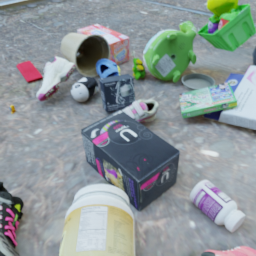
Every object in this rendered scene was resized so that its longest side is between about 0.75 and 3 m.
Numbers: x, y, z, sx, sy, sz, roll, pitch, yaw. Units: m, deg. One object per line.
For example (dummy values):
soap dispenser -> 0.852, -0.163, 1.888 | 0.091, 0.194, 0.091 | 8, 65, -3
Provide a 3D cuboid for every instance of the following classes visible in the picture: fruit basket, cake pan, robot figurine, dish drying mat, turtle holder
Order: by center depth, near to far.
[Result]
fruit basket -> 3.666, -4.438, 11.038 | 1.881, 2.608, 2.608 | -39, 41, 11
robot figurine -> -1.739, -1.582, 11.272 | 0.807, 0.971, 1.293 | 28, 41, 12
cake pan -> 3.045, -1.946, 12.203 | 1.431, 0.262, 1.431 | 0, 39, 0
turtle holder -> 1.752, -3.495, 12.303 | 2.038, 2.682, 1.904 | 9, 21, -24
dish drying mat -> -4.643, -2.626, 13.130 | 0.732, 0.173, 1.905 | -22, 45, -24

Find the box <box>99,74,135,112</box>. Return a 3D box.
box -> -0.399, -1.331, 10.610 | 1.184, 1.164, 0.734 | -13, 25, -13

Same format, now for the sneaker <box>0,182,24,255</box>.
sneaker -> -2.922, 2.177, 6.480 | 1.232, 1.039, 2.817 | -33, 44, -26

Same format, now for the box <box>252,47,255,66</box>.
box -> 7.105, -3.367, 12.425 | 2.497, 1.853, 1.337 | 5, 63, 6

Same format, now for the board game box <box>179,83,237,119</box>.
board game box -> 2.828, -1.009, 10.143 | 1.885, 0.274, 1.268 | -12, 37, 14

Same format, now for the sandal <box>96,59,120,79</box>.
sandal -> -0.865, -2.408, 11.973 | 0.972, 1.065, 2.445 | -41, 42, 5

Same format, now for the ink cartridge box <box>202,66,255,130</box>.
ink cartridge box -> 4.588, -1.172, 10.115 | 2.904, 0.629, 2.851 | 17, 55, 34

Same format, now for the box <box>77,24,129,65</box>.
box -> -1.278, -4.186, 14.177 | 1.349, 1.244, 2.628 | -30, 47, -32

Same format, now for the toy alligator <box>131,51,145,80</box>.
toy alligator -> 0.500, -2.839, 12.831 | 0.521, 0.569, 1.920 | 13, 48, -21

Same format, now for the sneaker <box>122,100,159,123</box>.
sneaker -> 0.240, -0.520, 9.725 | 2.022, 0.892, 0.822 | -26, 70, -30

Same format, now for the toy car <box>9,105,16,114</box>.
toy car -> -4.863, -0.553, 10.355 | 0.632, 0.428, 1.288 | 21, 44, 24

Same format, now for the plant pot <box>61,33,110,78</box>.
plant pot -> -2.109, -3.528, 12.872 | 1.931, 1.931, 1.768 | -29, 45, -31

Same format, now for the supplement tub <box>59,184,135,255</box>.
supplement tub -> -0.616, 2.411, 5.807 | 1.543, 1.543, 2.137 | 0, 39, 0

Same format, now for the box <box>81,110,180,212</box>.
box -> 0.012, 0.807, 7.924 | 1.531, 1.328, 2.504 | -31, 48, -29

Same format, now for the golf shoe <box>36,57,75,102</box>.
golf shoe -> -3.109, -2.005, 11.328 | 1.035, 0.852, 2.261 | 35, 55, -5

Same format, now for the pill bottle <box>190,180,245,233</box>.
pill bottle -> 2.236, 1.961, 7.025 | 0.718, 0.718, 1.279 | -25, 45, -27

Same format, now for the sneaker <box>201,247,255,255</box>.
sneaker -> 2.385, 2.904, 6.086 | 1.641, 0.605, 0.712 | 12, 29, 6
